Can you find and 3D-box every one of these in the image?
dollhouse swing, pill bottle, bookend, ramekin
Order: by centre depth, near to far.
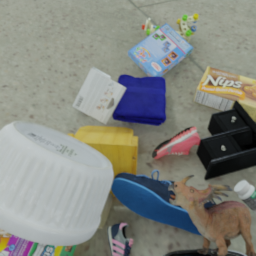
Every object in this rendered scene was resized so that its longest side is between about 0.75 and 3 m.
[{"bbox_3d":[-1.695,1.013,6.094,2.901,2.901,1.523,28,94,22],"label":"ramekin"},{"bbox_3d":[3.205,1.804,7.304,0.836,0.473,0.473,44,58,-2],"label":"pill bottle"},{"bbox_3d":[-0.775,0.921,8.631,2.095,1.842,1.904,2,91,1],"label":"dollhouse swing"},{"bbox_3d":[2.957,0.329,8.767,2.018,0.935,2.031,-13,50,-11],"label":"bookend"}]

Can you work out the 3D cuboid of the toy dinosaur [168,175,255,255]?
[{"bbox_3d":[2.069,1.906,6.005,2.407,1.033,1.631,12,76,-33],"label":"toy dinosaur"}]

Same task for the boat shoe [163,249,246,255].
[{"bbox_3d":[1.807,3.138,6.478,2.264,0.750,0.792,3,51,1],"label":"boat shoe"}]

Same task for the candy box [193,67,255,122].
[{"bbox_3d":[3.862,-1.251,10.254,2.543,0.703,1.468,20,53,17],"label":"candy box"}]

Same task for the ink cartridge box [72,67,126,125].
[{"bbox_3d":[-0.896,-0.986,8.732,1.210,1.394,0.304,29,17,-6],"label":"ink cartridge box"}]

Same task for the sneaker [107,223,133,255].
[{"bbox_3d":[-0.107,2.947,6.731,0.550,0.471,1.342,-23,57,8],"label":"sneaker"}]

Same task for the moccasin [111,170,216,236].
[{"bbox_3d":[0.965,1.907,7.443,2.897,1.166,0.988,25,38,3],"label":"moccasin"}]

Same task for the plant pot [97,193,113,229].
[{"bbox_3d":[-0.819,2.188,7.375,0.793,0.793,0.847,3,61,2],"label":"plant pot"}]

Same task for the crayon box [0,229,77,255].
[{"bbox_3d":[-2.607,3.115,6.263,2.338,0.790,2.710,7,50,17],"label":"crayon box"}]

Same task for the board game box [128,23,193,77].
[{"bbox_3d":[1.319,-3.123,11.487,2.154,0.394,1.629,-39,76,-14],"label":"board game box"}]

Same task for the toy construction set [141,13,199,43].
[{"bbox_3d":[1.798,-4.375,12.594,2.603,1.199,1.707,6,74,15],"label":"toy construction set"}]

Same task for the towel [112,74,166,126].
[{"bbox_3d":[0.427,-0.990,9.732,1.781,0.597,2.412,4,41,3],"label":"towel"}]

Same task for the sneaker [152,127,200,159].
[{"bbox_3d":[1.535,0.617,8.669,1.664,0.613,0.722,-30,91,-6],"label":"sneaker"}]
